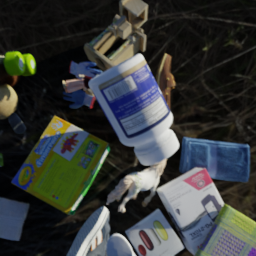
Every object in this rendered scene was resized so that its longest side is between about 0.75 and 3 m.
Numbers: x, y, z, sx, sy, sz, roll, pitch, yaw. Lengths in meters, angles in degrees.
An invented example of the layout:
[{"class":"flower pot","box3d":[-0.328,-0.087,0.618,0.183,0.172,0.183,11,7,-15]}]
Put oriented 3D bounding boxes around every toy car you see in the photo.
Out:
[{"class":"toy car","box3d":[-4.406,-1.076,9.650,2.223,2.135,2.707,-6,100,2]}]

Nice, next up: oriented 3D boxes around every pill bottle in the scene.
[{"class":"pill bottle","box3d":[0.275,-0.462,8.196,1.743,1.743,2.912,-31,104,-10]}]

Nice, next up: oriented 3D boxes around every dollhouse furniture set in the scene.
[{"class":"dollhouse furniture set","box3d":[-0.897,-2.900,9.559,1.596,2.538,2.870,40,76,13]}]

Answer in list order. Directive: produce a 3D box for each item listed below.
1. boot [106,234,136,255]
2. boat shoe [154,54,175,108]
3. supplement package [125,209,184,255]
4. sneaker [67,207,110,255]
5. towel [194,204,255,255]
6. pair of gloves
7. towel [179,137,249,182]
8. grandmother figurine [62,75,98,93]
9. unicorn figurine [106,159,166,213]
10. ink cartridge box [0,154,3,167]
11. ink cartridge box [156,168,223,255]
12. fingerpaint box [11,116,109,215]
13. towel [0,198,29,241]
[{"class":"boot","box3d":[-0.037,2.981,6.201,0.570,0.740,1.549,-22,92,-1]},{"class":"boat shoe","box3d":[1.312,-1.583,10.092,0.740,0.789,2.191,12,78,-1]},{"class":"supplement package","box3d":[0.751,3.255,8.218,1.203,0.925,1.258,-33,73,-8]},{"class":"sneaker","box3d":[-0.936,3.104,7.131,0.878,0.868,2.212,44,43,-11]},{"class":"towel","box3d":[2.759,3.749,7.966,1.940,0.308,2.702,33,84,-12]},{"class":"pair of gloves","box3d":[-1.636,-1.469,9.824,1.433,0.203,1.783,23,106,27]},{"class":"towel","box3d":[2.865,1.057,9.273,2.257,0.548,1.260,8,72,2]},{"class":"grandmother figurine","box3d":[-1.367,-1.380,8.740,1.242,0.753,0.376,-13,73,-3]},{"class":"unicorn figurine","box3d":[0.449,1.628,8.555,0.911,2.466,1.693,32,110,18]},{"class":"ink cartridge box","box3d":[-4.799,1.090,9.113,1.114,0.824,0.422,-12,72,-4]},{"class":"ink cartridge box","box3d":[2.037,2.464,8.396,1.503,0.875,2.076,-27,87,-9]},{"class":"fingerpaint box","box3d":[-2.080,1.204,9.028,2.060,0.906,2.469,26,73,8]},{"class":"towel","box3d":[-4.106,2.779,8.818,1.762,0.304,1.168,11,72,3]}]
